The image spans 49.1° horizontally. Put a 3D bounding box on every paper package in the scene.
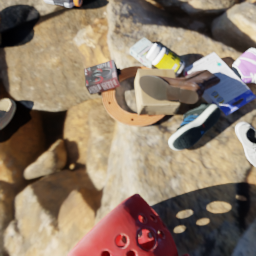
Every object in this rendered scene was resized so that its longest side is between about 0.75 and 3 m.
[{"bbox_3d":[1.138,-1.411,11.187,1.636,0.888,1.716,-2,64,-9],"label":"paper package"}]

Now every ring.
[{"bbox_3d":[0.382,-1.359,11.867,2.973,0.285,2.973,0,63,0],"label":"ring"}]

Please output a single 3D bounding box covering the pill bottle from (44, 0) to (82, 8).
[{"bbox_3d":[-3.244,-6.576,14.010,1.811,0.962,0.962,14,65,7],"label":"pill bottle"}]

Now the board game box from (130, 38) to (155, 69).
[{"bbox_3d":[0.880,-3.383,12.758,0.977,0.426,1.324,-42,70,-17],"label":"board game box"}]

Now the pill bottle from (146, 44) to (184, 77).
[{"bbox_3d":[1.583,-2.869,11.978,1.495,0.854,0.854,31,65,-14],"label":"pill bottle"}]

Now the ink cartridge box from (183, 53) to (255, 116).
[{"bbox_3d":[3.832,-1.815,11.909,1.654,0.582,2.772,-30,65,-11],"label":"ink cartridge box"}]

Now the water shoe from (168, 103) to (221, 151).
[{"bbox_3d":[2.475,-0.049,11.002,2.562,0.916,1.011,-34,33,-15],"label":"water shoe"}]

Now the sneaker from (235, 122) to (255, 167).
[{"bbox_3d":[4.678,0.738,10.275,0.765,0.840,2.048,-36,89,3],"label":"sneaker"}]

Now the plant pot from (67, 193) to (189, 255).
[{"bbox_3d":[0.074,3.807,7.896,2.942,2.942,2.679,-38,74,-17],"label":"plant pot"}]

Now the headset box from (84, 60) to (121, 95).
[{"bbox_3d":[-1.028,-2.158,11.806,1.518,0.569,1.128,-15,55,9],"label":"headset box"}]

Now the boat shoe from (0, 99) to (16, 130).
[{"bbox_3d":[-5.571,-0.263,10.992,0.946,0.851,2.621,37,69,16],"label":"boat shoe"}]

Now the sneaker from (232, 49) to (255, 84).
[{"bbox_3d":[5.675,-2.051,11.886,1.574,1.000,2.760,-38,61,-12],"label":"sneaker"}]

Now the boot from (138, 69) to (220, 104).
[{"bbox_3d":[2.062,-1.824,10.904,2.497,0.861,2.679,22,36,24],"label":"boot"}]
